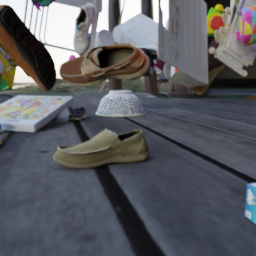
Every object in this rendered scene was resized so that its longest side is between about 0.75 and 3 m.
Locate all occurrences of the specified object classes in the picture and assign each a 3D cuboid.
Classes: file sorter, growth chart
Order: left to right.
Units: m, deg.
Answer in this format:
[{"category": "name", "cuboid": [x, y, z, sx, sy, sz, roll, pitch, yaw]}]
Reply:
[{"category": "file sorter", "cuboid": [-1.825, -3.158, 8.283, 1.875, 1.683, 2.702, 10, 12, -7]}, {"category": "growth chart", "cuboid": [3.461, -2.971, 8.361, 1.999, 2.762, 0.245, 31, -9, -30]}]

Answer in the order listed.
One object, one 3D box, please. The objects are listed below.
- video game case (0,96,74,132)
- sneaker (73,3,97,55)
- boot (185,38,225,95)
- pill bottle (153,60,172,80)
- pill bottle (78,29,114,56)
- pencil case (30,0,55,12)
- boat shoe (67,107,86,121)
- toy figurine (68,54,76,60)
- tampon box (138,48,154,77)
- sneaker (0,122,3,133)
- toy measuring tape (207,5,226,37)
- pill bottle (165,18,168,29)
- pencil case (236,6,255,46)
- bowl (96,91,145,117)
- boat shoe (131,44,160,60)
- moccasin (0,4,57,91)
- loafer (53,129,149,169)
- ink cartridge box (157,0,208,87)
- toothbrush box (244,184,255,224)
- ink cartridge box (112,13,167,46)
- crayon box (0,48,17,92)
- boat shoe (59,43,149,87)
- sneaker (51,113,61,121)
[{"category": "video game case", "cuboid": [-3.936, -0.639, 10.712, 2.703, 0.340, 2.970, 3, 25, 15]}, {"category": "sneaker", "cuboid": [-1.162, -2.377, 6.810, 0.471, 1.257, 0.545, 21, 28, 9]}, {"category": "boot", "cuboid": [2.362, -2.512, 9.196, 0.877, 2.423, 2.016, 12, -21, 50]}, {"category": "pill bottle", "cuboid": [1.783, -3.046, 12.798, 1.345, 1.345, 2.356, -8, 38, -41]}, {"category": "pill bottle", "cuboid": [-1.217, -3.061, 10.441, 0.845, 0.845, 1.458, -8, -4, -40]}, {"category": "pencil case", "cuboid": [-2.268, -3.250, 5.696, 0.799, 0.867, 1.877, 37, 8, 29]}, {"category": "boat shoe", "cuboid": [-2.280, -0.637, 12.473, 0.588, 0.530, 1.636, 2, 9, 11]}, {"category": "toy figurine", "cuboid": [-1.859, -3.000, 12.622, 1.970, 1.479, 1.813, 27, 56, 7]}, {"category": "tampon box", "cuboid": [0.182, -2.185, 9.515, 1.173, 0.741, 0.879, 3, -2, 26]}, {"category": "sneaker", "cuboid": [-4.913, -0.182, 8.402, 0.809, 0.935, 2.158, 9, 14, 40]}, {"category": "toy measuring tape", "cuboid": [3.314, -3.650, 11.209, 0.914, 2.485, 0.914, 20, 9, -3]}, {"category": "pill bottle", "cuboid": [2.052, -3.578, 10.369, 0.829, 0.829, 1.433, -8, 49, -40]}, {"category": "pencil case", "cuboid": [4.074, -2.789, 7.149, 2.461, 1.087, 1.087, -5, 7, 20]}, {"category": "bowl", "cuboid": [-0.396, -1.308, 14.541, 2.609, 1.224, 2.609, 0, 10, 0]}, {"category": "boat shoe", "cuboid": [0.580, -2.651, 10.293, 1.776, 0.565, 0.628, 14, -23, 31]}, {"category": "moccasin", "cuboid": [-2.595, -1.815, 6.850, 0.906, 0.858, 2.347, 1, -30, 29]}, {"category": "loafer", "cuboid": [-0.517, 0.370, 5.665, 1.984, 0.669, 0.754, -4, 10, -24]}, {"category": "ink cartridge box", "cuboid": [1.184, -2.444, 6.939, 0.851, 2.424, 2.983, -3, -4, 38]}, {"category": "toothbrush box", "cuboid": [1.861, 0.924, 2.938, 0.735, 0.428, 1.004, -3, 9, -16]}, {"category": "ink cartridge box", "cuboid": [0.922, -3.627, 11.437, 2.552, 0.728, 2.074, 34, 48, 8]}, {"category": "crayon box", "cuboid": [-4.381, -2.500, 9.578, 0.638, 2.189, 1.300, -7, -32, 4]}, {"category": "boat shoe", "cuboid": [-0.697, -1.599, 6.748, 2.356, 0.892, 0.846, -6, -20, 20]}, {"category": "sneaker", "cuboid": [-3.427, -0.736, 12.570, 0.995, 0.695, 2.000, -5, 10, -35]}]
